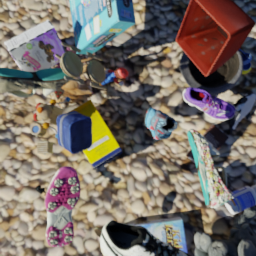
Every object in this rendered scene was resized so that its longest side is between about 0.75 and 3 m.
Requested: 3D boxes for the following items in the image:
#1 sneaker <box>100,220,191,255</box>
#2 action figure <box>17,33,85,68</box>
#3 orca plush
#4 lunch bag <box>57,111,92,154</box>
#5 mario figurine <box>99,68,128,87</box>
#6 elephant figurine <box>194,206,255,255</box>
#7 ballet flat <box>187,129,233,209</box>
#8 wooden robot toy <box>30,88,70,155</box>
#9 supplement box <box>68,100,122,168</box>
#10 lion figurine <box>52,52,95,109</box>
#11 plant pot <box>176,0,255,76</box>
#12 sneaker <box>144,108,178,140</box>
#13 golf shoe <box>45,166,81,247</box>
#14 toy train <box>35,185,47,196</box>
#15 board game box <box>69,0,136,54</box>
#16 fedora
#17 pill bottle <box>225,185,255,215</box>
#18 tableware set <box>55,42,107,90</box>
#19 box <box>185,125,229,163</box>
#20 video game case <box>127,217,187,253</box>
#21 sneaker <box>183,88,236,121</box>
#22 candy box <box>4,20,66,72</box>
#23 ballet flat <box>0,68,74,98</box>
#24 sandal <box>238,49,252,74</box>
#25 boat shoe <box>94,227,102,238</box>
[{"bbox_3d":[0.562,3.416,7.626,2.947,1.292,1.115,13,41,13],"label":"sneaker"},{"bbox_3d":[-2.833,-2.929,10.975,2.575,1.918,1.725,18,75,17],"label":"action figure"},{"bbox_3d":[4.355,-0.625,11.275,1.034,0.699,1.965,30,84,-40],"label":"orca plush"},{"bbox_3d":[-1.639,0.150,8.475,0.819,0.841,1.237,26,122,40],"label":"lunch bag"},{"bbox_3d":[-0.587,-2.060,11.537,1.255,0.665,0.775,-17,117,8],"label":"mario figurine"},{"bbox_3d":[3.870,4.294,9.895,2.677,1.894,2.077,-7,109,-16],"label":"elephant figurine"},{"bbox_3d":[2.339,1.087,8.058,0.773,0.915,2.420,-10,63,2],"label":"ballet flat"},{"bbox_3d":[-2.839,-0.388,9.368,1.107,1.140,2.512,12,83,13],"label":"wooden robot toy"},{"bbox_3d":[-1.323,0.274,10.685,1.234,1.227,2.254,-31,82,-5],"label":"supplement box"},{"bbox_3d":[-2.093,-1.834,10.658,1.553,2.535,0.919,3,44,-14],"label":"lion figurine"},{"bbox_3d":[2.682,-2.868,8.374,1.474,1.672,1.671,-25,68,-21],"label":"plant pot"},{"bbox_3d":[0.964,0.010,7.364,0.717,1.501,0.595,15,79,29],"label":"sneaker"},{"bbox_3d":[-1.829,1.992,7.516,0.879,1.068,2.333,6,108,-21],"label":"golf shoe"},{"bbox_3d":[-2.728,2.376,9.711,1.156,0.265,0.197,33,100,3],"label":"toy train"},{"bbox_3d":[-0.966,-3.928,9.217,0.674,2.871,2.168,-7,88,-35],"label":"board game box"},{"bbox_3d":[3.189,-2.300,11.145,2.564,1.158,2.268,-33,83,-7],"label":"fedora"},{"bbox_3d":[4.363,2.658,10.547,1.344,0.753,0.753,-21,81,-4],"label":"pill bottle"},{"bbox_3d":[-1.392,-1.773,8.552,0.349,1.740,1.150,-17,75,38],"label":"tableware set"},{"bbox_3d":[3.068,0.730,10.952,0.797,0.596,1.591,42,85,6],"label":"box"},{"bbox_3d":[1.021,4.758,10.292,2.308,0.579,2.547,-7,81,-2],"label":"video game case"},{"bbox_3d":[2.800,-0.831,9.708,1.932,0.806,0.779,23,90,5],"label":"sneaker"},{"bbox_3d":[-3.092,-2.643,9.622,1.661,1.393,0.594,-32,58,-9],"label":"candy box"},{"bbox_3d":[-2.711,-1.293,8.118,2.294,0.864,0.778,-7,41,-30],"label":"ballet flat"},{"bbox_3d":[4.336,-3.056,11.449,1.905,0.829,0.757,38,85,8],"label":"sandal"},{"bbox_3d":[-0.817,3.495,9.291,0.292,0.311,0.816,-18,122,30],"label":"boat shoe"}]
